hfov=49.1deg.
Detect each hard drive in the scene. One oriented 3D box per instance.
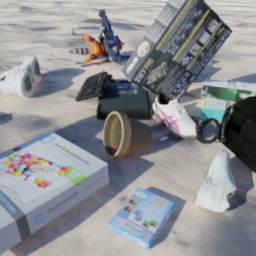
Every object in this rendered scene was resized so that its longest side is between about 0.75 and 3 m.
[{"bbox_3d":[-0.141,-1.030,9.718,1.711,0.403,2.452,0,31,0],"label":"hard drive"}]

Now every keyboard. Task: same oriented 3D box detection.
[{"bbox_3d":[-1.146,-1.696,9.984,1.312,0.499,2.520,-13,27,7],"label":"keyboard"}]

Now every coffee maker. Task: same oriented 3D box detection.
[{"bbox_3d":[3.379,0.633,6.106,2.698,1.892,2.809,-24,34,-2],"label":"coffee maker"}]

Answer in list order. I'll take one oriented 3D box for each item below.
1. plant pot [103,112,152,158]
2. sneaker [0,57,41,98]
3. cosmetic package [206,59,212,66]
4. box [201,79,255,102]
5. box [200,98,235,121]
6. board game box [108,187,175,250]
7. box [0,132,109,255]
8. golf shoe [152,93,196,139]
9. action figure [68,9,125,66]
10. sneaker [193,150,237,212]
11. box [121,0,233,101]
[{"bbox_3d":[0.038,0.192,7.281,1.039,1.192,1.192,3,28,-28],"label":"plant pot"},{"bbox_3d":[-4.231,-2.053,10.840,1.316,1.032,2.648,-3,31,2],"label":"sneaker"},{"bbox_3d":[3.133,-3.212,13.263,0.991,0.340,1.315,-29,42,-33],"label":"cosmetic package"},{"bbox_3d":[3.904,-1.215,9.571,2.641,0.480,1.906,9,18,16],"label":"box"},{"bbox_3d":[3.222,-0.509,8.895,1.733,0.426,0.713,11,34,16],"label":"box"},{"bbox_3d":[0.291,1.735,5.555,0.871,0.211,1.151,18,37,26],"label":"board game box"},{"bbox_3d":[-2.183,1.173,5.919,2.233,0.590,2.865,23,36,37],"label":"box"},{"bbox_3d":[1.378,-0.355,8.227,0.696,0.883,1.917,-18,38,-32],"label":"golf shoe"},{"bbox_3d":[-1.438,-4.134,13.357,2.659,2.748,1.437,-7,-8,-29],"label":"action figure"},{"bbox_3d":[2.025,1.174,6.183,0.708,0.621,1.766,24,44,18],"label":"sneaker"},{"bbox_3d":[1.536,-2.344,8.614,2.387,2.961,0.727,16,28,-44],"label":"box"}]
